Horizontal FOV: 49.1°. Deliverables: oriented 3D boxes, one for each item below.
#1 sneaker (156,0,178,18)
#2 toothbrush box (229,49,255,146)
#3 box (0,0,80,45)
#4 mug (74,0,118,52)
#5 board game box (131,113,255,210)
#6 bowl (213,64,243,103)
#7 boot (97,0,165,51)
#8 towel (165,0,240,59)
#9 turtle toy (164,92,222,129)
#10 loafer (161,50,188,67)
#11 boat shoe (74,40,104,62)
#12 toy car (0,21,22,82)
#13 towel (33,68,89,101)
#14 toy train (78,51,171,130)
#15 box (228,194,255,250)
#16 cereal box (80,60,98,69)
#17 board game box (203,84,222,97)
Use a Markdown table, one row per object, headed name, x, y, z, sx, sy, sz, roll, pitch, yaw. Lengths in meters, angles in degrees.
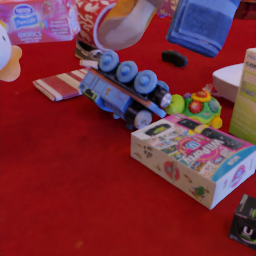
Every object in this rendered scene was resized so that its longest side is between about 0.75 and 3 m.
| name | x | y | z | sx | sy | sz | roll | pitch | yaw |
| --- | --- | --- | --- | --- | --- | --- | --- | --- | --- |
| sneaker | 1.406 | -3.432 | 8.209 | 0.751 | 1.182 | 2.073 | -9 | 70 | -25 |
| toothbrush box | 3.676 | -0.610 | 6.946 | 1.028 | 2.387 | 1.738 | -11 | 33 | -22 |
| box | -2.099 | -2.435 | 6.253 | 1.839 | 0.878 | 0.917 | -2 | 33 | 6 |
| mug | -1.318 | -3.951 | 9.028 | 2.781 | 2.468 | 1.855 | 37 | 27 | 31 |
| board game box | 1.481 | 0.585 | 6.539 | 1.752 | 0.763 | 2.374 | -24 | 38 | -35 |
| bowl | 4.348 | -1.402 | 9.806 | 2.319 | 0.865 | 2.315 | -19 | 37 | -30 |
| boot | 0.282 | -2.852 | 6.198 | 2.354 | 0.828 | 1.685 | -26 | 38 | 51 |
| towel | 2.060 | -3.260 | 7.073 | 1.507 | 2.698 | 0.655 | 18 | 5 | -5 |
| turtle toy | 1.949 | -0.597 | 8.399 | 1.816 | 0.918 | 1.323 | -5 | 30 | -9 |
| loafer | 2.336 | -3.435 | 13.581 | 0.666 | 0.644 | 1.897 | -22 | 32 | -18 |
| boat shoe | -1.888 | -3.754 | 13.970 | 0.954 | 0.813 | 2.853 | -20 | 36 | -31 |
| toy car | -2.660 | -1.764 | 4.889 | 1.852 | 2.094 | 1.930 | -49 | 32 | -5 |
| towel | -2.055 | -1.744 | 11.025 | 2.751 | 0.313 | 1.981 | -22 | 37 | -32 |
| toy train | -0.111 | -1.120 | 8.567 | 2.988 | 1.707 | 1.295 | 36 | 7 | 33 |
| box | 2.265 | 1.670 | 4.742 | 0.885 | 0.658 | 0.550 | 19 | 35 | 30 |
| cereal box | -1.388 | -2.809 | 12.566 | 1.286 | 0.254 | 0.925 | 10 | 7 | 16 |
| board game box | 3.529 | -1.556 | 10.745 | 1.251 | 0.244 | 0.988 | -19 | 35 | -29 |
